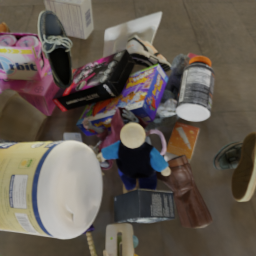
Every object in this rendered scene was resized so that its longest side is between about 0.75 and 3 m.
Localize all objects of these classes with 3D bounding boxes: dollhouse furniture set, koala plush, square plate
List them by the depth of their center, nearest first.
[{"bbox_3d":[-1.274,1.225,8.080,1.071,1.083,0.558,31,20,31],"label":"dollhouse furniture set"},{"bbox_3d":[1.454,-0.829,9.339,2.089,2.016,2.273,47,60,0],"label":"koala plush"},{"bbox_3d":[0.127,-3.354,11.048,2.325,2.347,0.334,-24,75,-16],"label":"square plate"}]

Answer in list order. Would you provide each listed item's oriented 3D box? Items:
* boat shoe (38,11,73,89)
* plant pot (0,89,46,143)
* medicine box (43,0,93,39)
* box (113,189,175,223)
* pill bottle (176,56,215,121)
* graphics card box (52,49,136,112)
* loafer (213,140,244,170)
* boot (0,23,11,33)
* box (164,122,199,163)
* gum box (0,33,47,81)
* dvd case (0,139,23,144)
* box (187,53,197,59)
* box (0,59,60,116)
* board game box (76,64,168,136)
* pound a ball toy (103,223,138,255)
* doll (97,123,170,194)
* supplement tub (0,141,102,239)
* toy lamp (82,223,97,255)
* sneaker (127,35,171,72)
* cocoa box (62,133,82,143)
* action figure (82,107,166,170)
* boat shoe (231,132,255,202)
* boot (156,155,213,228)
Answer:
[{"bbox_3d":[-2.273,-2.487,8.923,0.936,2.500,0.773,-11,11,-21],"label":"boat shoe"},{"bbox_3d":[-3.487,-0.218,8.992,1.442,1.662,1.662,23,52,-9],"label":"plant pot"},{"bbox_3d":[-2.699,-5.231,12.877,1.889,1.721,0.972,16,54,12],"label":"medicine box"},{"bbox_3d":[0.391,2.033,7.176,1.119,1.139,0.706,14,61,-31],"label":"box"},{"bbox_3d":[2.029,-1.210,8.310,0.987,0.987,1.859,11,66,8],"label":"pill bottle"},{"bbox_3d":[-1.235,-1.605,9.802,2.806,0.714,1.760,-8,43,37],"label":"graphics card box"},{"bbox_3d":[3.575,0.763,8.713,1.997,0.717,0.628,-23,14,-19],"label":"loafer"},{"bbox_3d":[-5.932,-3.517,12.173,1.948,0.962,2.509,-22,62,-12],"label":"boot"},{"bbox_3d":[1.721,0.560,9.021,0.807,0.633,1.298,16,53,13],"label":"box"},{"bbox_3d":[-4.046,-2.423,9.529,2.424,1.375,0.801,4,52,3],"label":"gum box"},{"bbox_3d":[-4.107,1.145,8.831,2.124,0.228,2.856,-34,59,-24],"label":"dvd case"},{"bbox_3d":[2.357,-2.016,10.818,0.804,0.943,1.475,26,58,15],"label":"box"},{"bbox_3d":[-3.670,-1.659,10.492,2.189,1.058,1.925,10,53,8],"label":"box"},{"bbox_3d":[-0.224,-0.838,9.136,2.811,0.629,1.890,-13,41,39],"label":"board game box"},{"bbox_3d":[-0.129,3.127,6.430,0.788,1.209,1.854,-5,44,2],"label":"pound a ball toy"},{"bbox_3d":[0.132,0.946,7.266,1.966,2.881,0.698,13,53,14],"label":"doll"},{"bbox_3d":[-2.359,1.408,6.742,2.972,2.146,2.146,-3,49,24],"label":"supplement tub"},{"bbox_3d":[-0.912,2.873,6.941,0.349,0.349,1.198,-15,61,-11],"label":"toy lamp"},{"bbox_3d":[0.869,-2.778,10.713,0.884,2.398,0.959,-18,69,37],"label":"sneaker"},{"bbox_3d":[-1.784,0.643,8.938,0.554,0.545,0.831,1,49,-25],"label":"cocoa box"},{"bbox_3d":[-0.350,0.404,8.332,1.801,2.419,1.620,14,54,-31],"label":"action figure"},{"bbox_3d":[3.555,1.154,7.955,0.703,0.781,2.164,32,62,-12],"label":"boat shoe"},{"bbox_3d":[1.254,1.941,7.854,0.650,1.886,2.023,-16,82,-43],"label":"boot"}]
